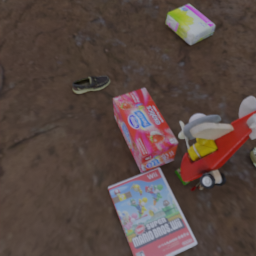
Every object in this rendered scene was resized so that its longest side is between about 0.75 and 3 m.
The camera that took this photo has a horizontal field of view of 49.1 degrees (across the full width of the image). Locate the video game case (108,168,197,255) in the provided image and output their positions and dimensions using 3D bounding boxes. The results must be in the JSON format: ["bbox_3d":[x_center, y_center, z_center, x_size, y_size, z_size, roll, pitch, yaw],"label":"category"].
[{"bbox_3d":[0.660,2.584,8.314,1.789,0.218,2.502,-20,61,-11],"label":"video game case"}]

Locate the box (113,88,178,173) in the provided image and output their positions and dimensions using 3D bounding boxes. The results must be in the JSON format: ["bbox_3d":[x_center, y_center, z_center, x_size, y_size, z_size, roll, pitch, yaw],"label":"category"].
[{"bbox_3d":[0.494,0.039,9.154,1.222,1.170,2.451,-19,57,-11],"label":"box"}]

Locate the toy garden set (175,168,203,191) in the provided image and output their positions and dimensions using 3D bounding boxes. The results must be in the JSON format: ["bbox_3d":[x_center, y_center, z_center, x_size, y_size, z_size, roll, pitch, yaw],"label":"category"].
[{"bbox_3d":[2.286,1.490,8.935,1.210,0.241,1.009,-26,63,-15],"label":"toy garden set"}]

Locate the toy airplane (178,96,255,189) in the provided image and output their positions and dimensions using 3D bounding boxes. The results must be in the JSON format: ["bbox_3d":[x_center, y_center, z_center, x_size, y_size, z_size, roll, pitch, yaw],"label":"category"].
[{"bbox_3d":[2.609,0.168,8.040,2.763,2.775,1.958,-31,57,-17],"label":"toy airplane"}]

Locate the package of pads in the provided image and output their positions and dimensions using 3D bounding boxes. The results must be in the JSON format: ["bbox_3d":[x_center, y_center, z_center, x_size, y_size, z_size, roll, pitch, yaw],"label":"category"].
[{"bbox_3d":[2.651,-4.499,12.150,1.394,0.615,1.805,-31,65,-22],"label":"package of pads"}]

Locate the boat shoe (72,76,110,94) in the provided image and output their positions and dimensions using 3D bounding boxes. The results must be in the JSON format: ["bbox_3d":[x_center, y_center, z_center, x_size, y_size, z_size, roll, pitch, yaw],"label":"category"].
[{"bbox_3d":[-1.401,-1.703,10.657,1.480,0.480,0.542,-21,62,-12],"label":"boat shoe"}]

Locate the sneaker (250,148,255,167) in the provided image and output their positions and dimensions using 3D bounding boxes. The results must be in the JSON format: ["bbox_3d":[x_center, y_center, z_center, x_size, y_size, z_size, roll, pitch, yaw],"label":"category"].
[{"bbox_3d":[4.850,1.146,8.722,2.047,0.907,0.787,35,62,22],"label":"sneaker"}]
